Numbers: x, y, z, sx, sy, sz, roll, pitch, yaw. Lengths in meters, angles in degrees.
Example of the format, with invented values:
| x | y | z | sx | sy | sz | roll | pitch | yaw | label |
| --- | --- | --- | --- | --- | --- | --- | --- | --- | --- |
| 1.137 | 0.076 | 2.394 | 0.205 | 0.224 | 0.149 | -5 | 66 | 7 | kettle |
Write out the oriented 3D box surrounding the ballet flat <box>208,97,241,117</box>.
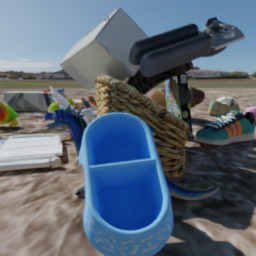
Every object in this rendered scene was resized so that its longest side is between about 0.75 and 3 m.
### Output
| x | y | z | sx | sy | sz | roll | pitch | yaw | label |
| --- | --- | --- | --- | --- | --- | --- | --- | --- | --- |
| 4.101 | -0.933 | 11.714 | 2.313 | 0.817 | 0.817 | -9 | 14 | -44 | ballet flat |

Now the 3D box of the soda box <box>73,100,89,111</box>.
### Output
| x | y | z | sx | sy | sz | roll | pitch | yaw | label |
| --- | --- | --- | --- | --- | --- | --- | --- | --- | --- |
| -2.159 | -0.902 | 12.137 | 0.586 | 0.554 | 1.732 | -4 | 10 | -20 | soda box |

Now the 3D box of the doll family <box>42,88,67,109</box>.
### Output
| x | y | z | sx | sy | sz | roll | pitch | yaw | label |
| --- | --- | --- | --- | --- | --- | --- | --- | --- | --- |
| -2.877 | -0.908 | 10.726 | 1.600 | 0.993 | 0.721 | 6 | 31 | 45 | doll family |

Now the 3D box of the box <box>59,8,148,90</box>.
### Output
| x | y | z | sx | sy | sz | roll | pitch | yaw | label |
| --- | --- | --- | --- | --- | --- | --- | --- | --- | --- |
| -0.605 | -1.577 | 6.154 | 1.031 | 0.858 | 2.509 | 41 | -18 | -24 | box |

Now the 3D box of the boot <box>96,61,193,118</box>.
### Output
| x | y | z | sx | sy | sz | roll | pitch | yaw | label |
| --- | --- | --- | --- | --- | --- | --- | --- | --- | --- |
| 0.204 | -0.764 | 6.192 | 0.831 | 2.090 | 2.400 | 43 | -10 | -14 | boot |

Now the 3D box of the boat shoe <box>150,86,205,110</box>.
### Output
| x | y | z | sx | sy | sz | roll | pitch | yaw | label |
| --- | --- | --- | --- | --- | --- | --- | --- | --- | --- |
| 1.757 | -0.992 | 10.682 | 1.054 | 1.055 | 2.996 | -5 | 4 | -18 | boat shoe |

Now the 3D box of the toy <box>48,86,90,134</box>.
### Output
| x | y | z | sx | sy | sz | roll | pitch | yaw | label |
| --- | --- | --- | --- | --- | --- | --- | --- | --- | --- |
| -1.620 | -0.312 | 7.497 | 1.572 | 0.645 | 2.731 | 43 | 2 | -21 | toy |

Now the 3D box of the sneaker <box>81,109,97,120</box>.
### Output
| x | y | z | sx | sy | sz | roll | pitch | yaw | label |
| --- | --- | --- | --- | --- | --- | --- | --- | --- | --- |
| -1.211 | -0.453 | 9.871 | 1.049 | 0.383 | 0.371 | -1 | 9 | -41 | sneaker |

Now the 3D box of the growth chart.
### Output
| x | y | z | sx | sy | sz | roll | pitch | yaw | label |
| --- | --- | --- | --- | --- | --- | --- | --- | --- | --- |
| -2.109 | 0.412 | 5.532 | 1.836 | 0.225 | 2.537 | -2 | 10 | -9 | growth chart |

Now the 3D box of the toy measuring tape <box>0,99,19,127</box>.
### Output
| x | y | z | sx | sy | sz | roll | pitch | yaw | label |
| --- | --- | --- | --- | --- | --- | --- | --- | --- | --- |
| -4.175 | -0.652 | 8.709 | 1.858 | 0.683 | 0.683 | 43 | 16 | 3 | toy measuring tape |

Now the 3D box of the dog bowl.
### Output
| x | y | z | sx | sy | sz | roll | pitch | yaw | label |
| --- | --- | --- | --- | --- | --- | --- | --- | --- | --- |
| -0.051 | 0.430 | 2.615 | 0.808 | 0.359 | 1.449 | -6 | 49 | -8 | dog bowl |

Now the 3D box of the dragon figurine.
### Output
| x | y | z | sx | sy | sz | roll | pitch | yaw | label |
| --- | --- | --- | --- | --- | --- | --- | --- | --- | --- |
| -0.078 | 0.282 | 3.517 | 2.335 | 1.161 | 0.687 | 5 | 12 | 26 | dragon figurine |

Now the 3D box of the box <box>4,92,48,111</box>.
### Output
| x | y | z | sx | sy | sz | roll | pitch | yaw | label |
| --- | --- | --- | --- | --- | --- | --- | --- | --- | --- |
| -4.627 | -1.252 | 13.190 | 2.211 | 0.909 | 0.756 | 0 | 10 | 9 | box |

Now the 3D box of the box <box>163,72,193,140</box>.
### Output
| x | y | z | sx | sy | sz | roll | pitch | yaw | label |
| --- | --- | --- | --- | --- | --- | --- | --- | --- | --- |
| 1.239 | -0.569 | 7.053 | 0.279 | 1.605 | 0.883 | -12 | 13 | -14 | box |

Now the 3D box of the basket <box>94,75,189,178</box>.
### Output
| x | y | z | sx | sy | sz | roll | pitch | yaw | label |
| --- | --- | --- | --- | --- | --- | --- | --- | --- | --- |
| 0.219 | -0.152 | 4.920 | 1.483 | 1.548 | 2.077 | -2 | 9 | -10 | basket |

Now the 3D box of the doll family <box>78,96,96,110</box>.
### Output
| x | y | z | sx | sy | sz | roll | pitch | yaw | label |
| --- | --- | --- | --- | --- | --- | --- | --- | --- | --- |
| -1.585 | -1.004 | 11.052 | 0.883 | 0.398 | 0.548 | -19 | -36 | 16 | doll family |

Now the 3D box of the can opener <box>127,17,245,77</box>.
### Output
| x | y | z | sx | sy | sz | roll | pitch | yaw | label |
| --- | --- | --- | --- | --- | --- | --- | --- | --- | --- |
| 0.946 | -1.183 | 4.361 | 2.148 | 0.718 | 0.573 | -26 | 60 | -27 | can opener |

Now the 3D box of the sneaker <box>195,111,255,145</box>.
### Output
| x | y | z | sx | sy | sz | roll | pitch | yaw | label |
| --- | --- | --- | --- | --- | --- | --- | --- | --- | --- |
| 2.294 | -0.037 | 6.608 | 1.824 | 0.729 | 0.651 | -6 | 11 | -31 | sneaker |

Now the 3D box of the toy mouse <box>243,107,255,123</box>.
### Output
| x | y | z | sx | sy | sz | roll | pitch | yaw | label |
| --- | --- | --- | --- | --- | --- | --- | --- | --- | --- |
| 4.856 | -0.380 | 9.070 | 2.911 | 0.563 | 2.587 | 7 | 12 | 36 | toy mouse |
